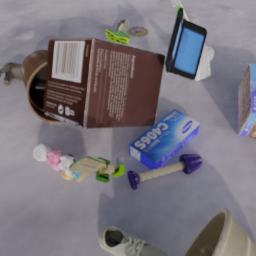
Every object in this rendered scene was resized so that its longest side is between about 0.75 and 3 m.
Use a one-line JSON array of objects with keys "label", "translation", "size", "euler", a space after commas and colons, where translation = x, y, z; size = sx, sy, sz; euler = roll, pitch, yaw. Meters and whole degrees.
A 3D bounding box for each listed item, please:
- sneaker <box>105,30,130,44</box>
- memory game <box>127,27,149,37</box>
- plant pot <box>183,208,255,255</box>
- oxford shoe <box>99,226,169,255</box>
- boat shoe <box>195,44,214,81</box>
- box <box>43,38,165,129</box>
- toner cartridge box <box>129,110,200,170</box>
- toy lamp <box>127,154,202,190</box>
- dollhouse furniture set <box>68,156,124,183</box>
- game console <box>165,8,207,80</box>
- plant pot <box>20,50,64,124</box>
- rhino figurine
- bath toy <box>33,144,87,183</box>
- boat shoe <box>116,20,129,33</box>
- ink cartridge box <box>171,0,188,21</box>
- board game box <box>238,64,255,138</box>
[{"label": "sneaker", "translation": [-0.526, -4.638, 14.180], "size": [1.360, 0.504, 0.568], "euler": [24, 52, 11]}, {"label": "memory game", "translation": [0.546, -5.145, 14.967], "size": [1.177, 0.075, 1.177], "euler": [0, 44, 0]}, {"label": "plant pot", "translation": [2.075, 3.320, 4.858], "size": [2.538, 2.772, 2.772], "euler": [34, 53, 15]}, {"label": "oxford shoe", "translation": [0.122, 2.845, 6.592], "size": [1.794, 0.518, 0.675], "euler": [19, 45, 15]}, {"label": "boat shoe", "translation": [2.901, -2.754, 10.831], "size": [0.794, 2.318, 0.835], "euler": [-15, 48, 4]}, {"label": "box", "translation": [-0.726, -1.307, 8.428], "size": [2.747, 2.256, 2.279], "euler": [-2, 13, -43]}, {"label": "toner cartridge box", "translation": [1.212, 0.344, 9.113], "size": [1.103, 0.501, 2.321], "euler": [33, 53, 29]}, {"label": "toy lamp", "translation": [1.110, 1.237, 8.149], "size": [2.206, 0.642, 0.642], "euler": [-16, 47, -14]}, {"label": "dollhouse furniture set", "translation": [-0.621, 0.659, 5.517], "size": [0.957, 0.627, 0.480], "euler": [24, 47, -32]}, {"label": "game console", "translation": [1.694, -2.328, 7.981], "size": [0.940, 1.616, 1.421], "euler": [14, 2, 9]}, {"label": "plant pot", "translation": [-2.730, -1.661, 10.038], "size": [2.286, 2.286, 2.263], "euler": [-23, 37, -21]}, {"label": "rhino figurine", "translation": [-4.071, -2.178, 11.520], "size": [2.376, 0.711, 1.039], "euler": [7, 41, -1]}, {"label": "bath toy", "translation": [-2.031, 1.008, 8.355], "size": [1.790, 0.778, 0.662], "euler": [21, 14, 25]}, {"label": "boat shoe", "translation": [-0.369, -5.354, 14.862], "size": [0.464, 0.560, 1.558], "euler": [8, 41, 16]}, {"label": "ink cartridge box", "translation": [1.854, -3.677, 9.421], "size": [0.287, 1.197, 0.871], "euler": [-24, 64, 24]}, {"label": "board game box", "translation": [5.266, -0.761, 9.345], "size": [2.765, 1.339, 2.204], "euler": [10, 57, 9]}]
